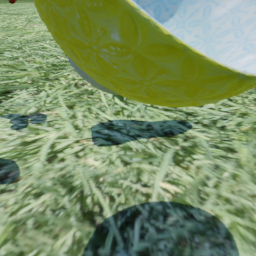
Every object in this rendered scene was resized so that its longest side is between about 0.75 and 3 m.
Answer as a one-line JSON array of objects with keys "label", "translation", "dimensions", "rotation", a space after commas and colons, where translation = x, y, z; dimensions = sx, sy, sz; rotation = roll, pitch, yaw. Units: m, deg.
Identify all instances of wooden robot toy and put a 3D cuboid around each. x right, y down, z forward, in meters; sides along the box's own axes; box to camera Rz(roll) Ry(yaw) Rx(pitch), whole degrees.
[{"label": "wooden robot toy", "translation": [-2.917, -3.271, 6.227], "dimensions": [0.961, 2.180, 0.989], "rotation": [19, 31, -28]}]

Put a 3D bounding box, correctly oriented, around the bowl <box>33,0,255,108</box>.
[{"label": "bowl", "translation": [0.101, -1.119, 2.795], "dimensions": [2.554, 1.374, 2.554], "rotation": [19, 50, -25]}]
